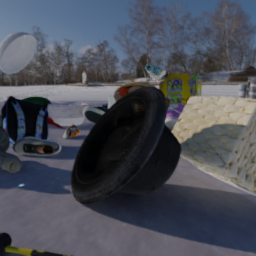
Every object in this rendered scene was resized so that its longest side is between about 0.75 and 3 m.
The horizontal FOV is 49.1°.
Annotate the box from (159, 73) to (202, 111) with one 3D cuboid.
[{"bbox_3d":[2.629,-1.250,13.771,1.697,2.679,2.781,3,8,19],"label":"box"}]

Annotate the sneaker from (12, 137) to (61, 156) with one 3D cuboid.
[{"bbox_3d":[-2.803,0.584,8.516,1.441,0.533,0.571,0,12,-1],"label":"sneaker"}]

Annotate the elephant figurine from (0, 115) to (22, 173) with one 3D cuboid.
[{"bbox_3d":[-3.902,0.287,7.407,2.455,1.905,1.737,4,-17,-11],"label":"elephant figurine"}]

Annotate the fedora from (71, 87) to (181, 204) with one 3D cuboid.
[{"bbox_3d":[0.053,0.509,5.340,1.226,2.684,2.684,35,-6,-22],"label":"fedora"}]

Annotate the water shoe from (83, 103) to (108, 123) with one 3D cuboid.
[{"bbox_3d":[-1.201,-0.740,13.928,0.924,1.020,2.584,-28,-33,35],"label":"water shoe"}]

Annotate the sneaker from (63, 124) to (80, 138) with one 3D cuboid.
[{"bbox_3d":[-2.361,0.181,11.807,0.456,0.463,1.182,33,22,0],"label":"sneaker"}]

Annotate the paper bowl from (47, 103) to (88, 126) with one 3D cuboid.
[{"bbox_3d":[-3.372,-0.774,15.807,2.269,1.180,2.269,1,8,0],"label":"paper bowl"}]

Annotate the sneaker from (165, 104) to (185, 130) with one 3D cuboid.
[{"bbox_3d":[2.125,-0.224,10.041,1.846,1.052,0.669,35,-37,-30],"label":"sneaker"}]

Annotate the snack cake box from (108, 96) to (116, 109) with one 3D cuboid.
[{"bbox_3d":[0.267,-0.757,13.796,0.998,1.708,2.971,8,11,34],"label":"snack cake box"}]

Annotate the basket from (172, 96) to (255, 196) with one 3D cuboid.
[{"bbox_3d":[2.007,0.247,5.615,1.378,1.514,2.234,30,-4,-23],"label":"basket"}]

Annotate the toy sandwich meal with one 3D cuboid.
[{"bbox_3d":[0.460,-0.906,10.515,2.132,0.730,2.132,6,-28,3],"label":"toy sandwich meal"}]

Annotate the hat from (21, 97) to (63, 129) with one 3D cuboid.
[{"bbox_3d":[-5.054,-0.216,15.376,2.226,2.366,2.688,-12,-22,-23],"label":"hat"}]

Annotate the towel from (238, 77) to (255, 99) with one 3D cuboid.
[{"bbox_3d":[4.007,-0.025,6.396,2.825,2.340,1.209,2,12,17],"label":"towel"}]

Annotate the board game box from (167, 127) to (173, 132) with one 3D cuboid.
[{"bbox_3d":[1.071,-0.002,11.190,2.153,0.368,1.447,7,-7,-42],"label":"board game box"}]

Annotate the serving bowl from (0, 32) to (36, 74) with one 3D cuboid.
[{"bbox_3d":[-5.286,-3.570,12.978,0.707,2.148,2.148,37,15,7],"label":"serving bowl"}]

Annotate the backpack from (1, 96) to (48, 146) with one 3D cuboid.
[{"bbox_3d":[-3.530,-0.021,9.536,1.559,1.707,1.149,12,-35,-39],"label":"backpack"}]

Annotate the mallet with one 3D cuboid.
[{"bbox_3d":[-1.174,1.475,3.383,1.095,0.225,0.361,5,4,2],"label":"mallet"}]

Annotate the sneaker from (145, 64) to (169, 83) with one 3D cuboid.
[{"bbox_3d":[1.205,-2.445,12.306,0.647,0.581,1.498,38,-2,-31],"label":"sneaker"}]
